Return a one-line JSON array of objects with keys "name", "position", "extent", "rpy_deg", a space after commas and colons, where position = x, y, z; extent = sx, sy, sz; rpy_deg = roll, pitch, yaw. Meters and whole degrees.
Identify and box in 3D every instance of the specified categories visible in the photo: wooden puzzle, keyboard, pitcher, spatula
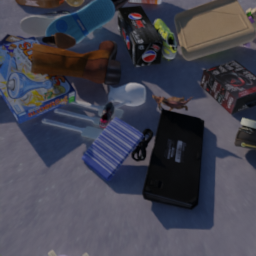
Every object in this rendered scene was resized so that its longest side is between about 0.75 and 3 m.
[{"name": "wooden puzzle", "position": [3.210, -3.853, 10.814], "extent": [2.566, 0.517, 2.774], "rpy_deg": [-15, 51, 15]}, {"name": "keyboard", "position": [0.999, 0.616, 7.162], "extent": [1.726, 0.369, 2.875], "rpy_deg": [14, 47, 5]}, {"name": "pitcher", "position": [-0.070, -0.898, 8.402], "extent": [1.128, 0.684, 0.968], "rpy_deg": [1, 50, 12]}, {"name": "spatula", "position": [-1.320, -0.325, 8.201], "extent": [2.081, 0.167, 1.447], "rpy_deg": [14, 49, 17]}]

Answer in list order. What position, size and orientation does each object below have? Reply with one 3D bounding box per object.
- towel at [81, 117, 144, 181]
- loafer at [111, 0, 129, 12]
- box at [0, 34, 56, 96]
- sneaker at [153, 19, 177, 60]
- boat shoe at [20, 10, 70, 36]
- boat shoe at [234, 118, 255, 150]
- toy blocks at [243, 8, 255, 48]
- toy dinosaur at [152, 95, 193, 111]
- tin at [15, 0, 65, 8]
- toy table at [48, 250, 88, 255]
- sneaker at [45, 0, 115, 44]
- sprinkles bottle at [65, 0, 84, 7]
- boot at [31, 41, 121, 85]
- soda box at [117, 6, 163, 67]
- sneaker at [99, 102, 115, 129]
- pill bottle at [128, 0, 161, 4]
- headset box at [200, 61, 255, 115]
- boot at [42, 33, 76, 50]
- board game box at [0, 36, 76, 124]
[{"name": "towel", "position": [-0.396, 0.505, 7.047], "extent": [1.044, 0.172, 1.442], "rpy_deg": [33, 77, 30]}, {"name": "loafer", "position": [0.069, -6.198, 12.254], "extent": [0.972, 0.852, 2.705], "rpy_deg": [43, 88, -10]}, {"name": "box", "position": [-3.754, -2.257, 9.498], "extent": [1.783, 0.477, 2.943], "rpy_deg": [17, 51, 2]}, {"name": "sneaker", "position": [1.445, -3.380, 10.365], "extent": [0.656, 0.665, 1.739], "rpy_deg": [-10, 70, -24]}, {"name": "boat shoe", "position": [-3.338, -4.430, 11.751], "extent": [2.230, 0.833, 1.034], "rpy_deg": [-7, 37, -13]}, {"name": "boat shoe", "position": [4.014, 0.534, 6.956], "extent": [2.609, 0.786, 0.930], "rpy_deg": [21, 10, 14]}, {"name": "toy blocks", "position": [5.107, -3.934, 10.868], "extent": [1.333, 1.584, 1.480], "rpy_deg": [45, 39, -15]}, {"name": "toy dinosaur", "position": [1.254, -0.695, 7.910], "extent": [1.104, 0.474, 0.748], "rpy_deg": [0, -3, 38]}, {"name": "tin", "position": [-4.394, -6.465, 13.801], "extent": [2.624, 0.549, 1.470], "rpy_deg": [14, 44, 13]}, {"name": "toy table", "position": [-1.099, 2.682, 4.990], "extent": [1.064, 0.623, 0.978], "rpy_deg": [29, 53, 24]}, {"name": "sneaker", "position": [-1.875, -4.226, 11.395], "extent": [2.900, 1.153, 1.893], "rpy_deg": [-23, 21, 4]}, {"name": "sprinkles bottle", "position": [-2.703, -7.155, 14.116], "extent": [0.956, 0.956, 2.803], "rpy_deg": [-5, 46, -5]}, {"name": "boot", "position": [-1.713, -2.288, 9.122], "extent": [2.705, 0.926, 2.547], "rpy_deg": [5, 46, -14]}, {"name": "soda box", "position": [0.379, -3.577, 10.714], "extent": [1.059, 0.948, 2.992], "rpy_deg": [-9, 48, -9]}, {"name": "sneaker", "position": [-0.573, -0.394, 7.849], "extent": [0.338, 0.313, 0.839], "rpy_deg": [13, 59, 1]}, {"name": "pill bottle", "position": [0.438, -6.771, 13.473], "extent": [2.441, 1.369, 1.369], "rpy_deg": [7, 47, 6]}, {"name": "headset box", "position": [3.323, -1.245, 8.690], "extent": [1.315, 0.664, 1.769], "rpy_deg": [-20, 49, -18]}, {"name": "boot", "position": [-2.186, -3.017, 9.743], "extent": [1.496, 0.525, 1.094], "rpy_deg": [14, 18, 21]}, {"name": "board game box", "position": [-3.068, -1.563, 8.512], "extent": [1.839, 0.468, 2.716], "rpy_deg": [-28, 66, -28]}]
